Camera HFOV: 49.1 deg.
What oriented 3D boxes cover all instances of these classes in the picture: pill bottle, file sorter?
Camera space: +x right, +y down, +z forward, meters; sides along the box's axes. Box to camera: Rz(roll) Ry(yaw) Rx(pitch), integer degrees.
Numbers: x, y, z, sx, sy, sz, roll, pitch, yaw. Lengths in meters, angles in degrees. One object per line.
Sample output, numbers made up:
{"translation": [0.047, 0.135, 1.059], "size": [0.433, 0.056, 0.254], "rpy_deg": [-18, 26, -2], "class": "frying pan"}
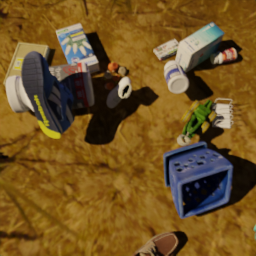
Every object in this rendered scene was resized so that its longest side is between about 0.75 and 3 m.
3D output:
{"translation": [3.809, -2.844, 11.215], "size": [0.910, 0.499, 0.499], "rpy_deg": [-14, 68, -6], "class": "pill bottle"}
{"translation": [1.711, -1.867, 10.143], "size": [0.737, 0.737, 1.273], "rpy_deg": [-4, 41, -2], "class": "pill bottle"}
{"translation": [-2.701, -1.361, 10.003], "size": [2.778, 1.609, 1.609], "rpy_deg": [-10, 68, -3], "class": "pill bottle"}
{"translation": [3.461, -0.529, 10.217], "size": [0.641, 0.575, 0.923], "rpy_deg": [5, 68, 2], "class": "file sorter"}

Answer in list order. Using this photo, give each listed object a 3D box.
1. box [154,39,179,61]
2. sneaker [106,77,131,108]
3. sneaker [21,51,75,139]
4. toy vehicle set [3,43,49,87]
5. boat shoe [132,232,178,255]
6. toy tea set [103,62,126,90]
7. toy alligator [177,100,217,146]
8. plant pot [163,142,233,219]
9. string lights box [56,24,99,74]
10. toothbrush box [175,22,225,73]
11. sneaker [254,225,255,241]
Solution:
{"translation": [1.637, -3.211, 11.536], "size": [1.035, 0.180, 0.570], "rpy_deg": [-28, 70, -11], "class": "box"}
{"translation": [-0.354, -1.159, 10.078], "size": [0.490, 0.769, 1.331], "rpy_deg": [29, 112, -18], "class": "sneaker"}
{"translation": [-2.423, -1.066, 8.711], "size": [1.014, 2.744, 1.128], "rpy_deg": [10, 34, 34], "class": "sneaker"}
{"translation": [-4.026, -2.464, 11.177], "size": [1.252, 0.267, 2.015], "rpy_deg": [8, 68, 3], "class": "toy vehicle set"}
{"translation": [0.606, 3.866, 8.276], "size": [2.178, 0.782, 0.825], "rpy_deg": [-33, 71, -13], "class": "boat shoe"}
{"translation": [-0.637, -2.039, 11.011], "size": [0.706, 0.439, 1.187], "rpy_deg": [41, 67, -16], "class": "toy tea set"}
{"translation": [2.251, -0.109, 9.721], "size": [0.925, 0.671, 2.792], "rpy_deg": [37, 48, 12], "class": "toy alligator"}
{"translation": [2.020, 1.498, 8.669], "size": [1.717, 1.717, 1.544], "rpy_deg": [-17, 38, -10], "class": "plant pot"}
{"translation": [-2.024, -3.087, 11.242], "size": [1.071, 0.615, 2.085], "rpy_deg": [-22, 69, -9], "class": "string lights box"}
{"translation": [2.754, -3.121, 10.934], "size": [1.675, 1.226, 0.714], "rpy_deg": [-33, 71, -13], "class": "toothbrush box"}
{"translation": [3.987, 2.645, 7.613], "size": [1.344, 2.947, 1.144], "rpy_deg": [-40, 57, 4], "class": "sneaker"}
